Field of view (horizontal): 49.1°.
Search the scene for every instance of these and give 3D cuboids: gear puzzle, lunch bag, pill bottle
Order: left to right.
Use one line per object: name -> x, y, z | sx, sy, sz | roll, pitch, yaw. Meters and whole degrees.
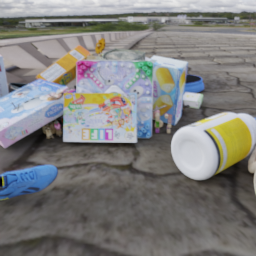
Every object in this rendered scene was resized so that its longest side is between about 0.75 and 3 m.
gear puzzle -> -1.293, -2.168, 10.643 | 0.327, 2.500, 1.295 | 11, 8, -39
lunch bag -> -0.395, -1.482, 9.718 | 1.514, 2.112, 2.575 | 11, 25, 12
pill bottle -> 2.171, 0.324, 6.662 | 2.192, 1.228, 1.228 | -17, 29, -35

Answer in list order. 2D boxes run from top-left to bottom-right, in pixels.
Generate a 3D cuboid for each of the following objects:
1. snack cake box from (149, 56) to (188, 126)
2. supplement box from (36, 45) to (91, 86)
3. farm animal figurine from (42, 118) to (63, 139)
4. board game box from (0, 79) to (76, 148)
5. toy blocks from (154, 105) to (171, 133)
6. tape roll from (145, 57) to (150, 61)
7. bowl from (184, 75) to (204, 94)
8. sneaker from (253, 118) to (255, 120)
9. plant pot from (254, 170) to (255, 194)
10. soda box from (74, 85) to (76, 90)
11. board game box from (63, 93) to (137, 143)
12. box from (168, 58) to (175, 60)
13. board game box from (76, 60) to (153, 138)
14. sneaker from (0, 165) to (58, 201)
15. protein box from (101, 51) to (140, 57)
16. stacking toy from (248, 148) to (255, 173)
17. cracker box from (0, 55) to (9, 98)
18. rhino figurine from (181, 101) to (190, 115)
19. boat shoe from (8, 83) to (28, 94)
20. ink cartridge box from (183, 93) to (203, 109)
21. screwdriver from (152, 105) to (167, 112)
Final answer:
snack cake box -> 1.167, -1.180, 8.991 | 1.145, 1.991, 0.669 | 16, 39, 22
supplement box -> -2.525, -2.307, 11.290 | 0.804, 0.778, 2.337 | 40, 66, 17
farm animal figurine -> -2.204, 0.071, 8.274 | 0.918, 0.484, 0.928 | 3, 25, 35
board game box -> -3.194, -0.612, 8.690 | 2.563, 0.559, 2.576 | -36, 36, -29
toy blocks -> 0.934, -0.273, 8.666 | 0.764, 0.714, 0.643 | -1, 33, 5
tape roll -> 0.755, -2.867, 13.753 | 0.801, 1.166, 1.166 | 17, 21, -11
bowl -> 2.317, -2.079, 13.043 | 2.358, 0.463, 2.358 | -2, 22, 1
sneaker -> 4.086, -0.125, 8.184 | 1.367, 0.479, 0.533 | -26, 18, 47
plant pot -> 3.282, 1.056, 5.199 | 1.180, 1.289, 1.289 | 2, 20, -25
soda box -> -1.448, -1.768, 12.176 | 0.738, 0.660, 2.086 | 3, 23, 23
board game box -> -0.767, -0.280, 7.832 | 2.036, 1.369, 0.348 | 0, 0, 4
box -> 1.186, -2.176, 11.560 | 0.891, 1.027, 1.680 | 9, 32, 45
board game box -> -0.413, -0.818, 8.066 | 2.232, 2.233, 0.289 | 2, 7, 4
sneaker -> -2.095, 1.043, 5.481 | 1.416, 0.555, 0.467 | -16, 66, -12
protein box -> -0.333, -2.283, 11.986 | 1.220, 1.809, 1.795 | 8, 24, 18
stacking toy -> 3.357, 0.854, 6.367 | 1.034, 0.756, 0.756 | 23, 28, 9
cracker box -> -6.033, -1.635, 10.328 | 2.848, 1.907, 0.821 | -16, 31, -33
rhino figurine -> 1.766, -0.981, 10.401 | 0.752, 0.514, 1.720 | 33, 12, -25
boat shoe -> -3.726, -1.545, 11.485 | 2.465, 0.762, 0.898 | -3, 22, 3
ink cartridge box -> 2.211, -1.138, 11.240 | 1.424, 0.341, 1.036 | 10, 26, 19
screwdriver -> 0.310, -0.351, 8.438 | 1.886, 0.263, 0.274 | -24, 30, 20
